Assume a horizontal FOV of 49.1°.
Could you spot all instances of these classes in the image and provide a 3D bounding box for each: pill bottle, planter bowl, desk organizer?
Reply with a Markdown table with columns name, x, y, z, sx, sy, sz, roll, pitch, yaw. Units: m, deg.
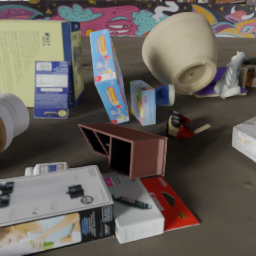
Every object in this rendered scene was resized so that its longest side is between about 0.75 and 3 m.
| name | x | y | z | sx | sy | sz | roll | pitch | yaw |
| --- | --- | --- | --- | --- | --- | --- | --- | --- | --- |
| pill bottle | -3.388 | 0.067 | 6.116 | 1.405 | 1.405 | 2.457 | 8 | 24 | 19 |
| pill bottle | -1.563 | 0.905 | 5.451 | 0.778 | 0.432 | 0.432 | -4 | 22 | -10 |
| planter bowl | 2.006 | -2.337 | 9.784 | 2.641 | 2.641 | 1.778 | -7 | 57 | -16 |
| desk organizer | -0.228 | 0.387 | 5.734 | 0.794 | 0.740 | 2.062 | -2 | 10 | -37 |

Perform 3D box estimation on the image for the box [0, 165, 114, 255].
| name | x | y | z | sx | sy | sz | roll | pitch | yaw |
| --- | --- | --- | --- | --- | --- | --- | --- | --- | --- |
| box | -1.362 | 1.260 | 4.310 | 2.078 | 0.625 | 1.212 | -7 | 23 | -18 |

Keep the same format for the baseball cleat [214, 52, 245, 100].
| name | x | y | z | sx | sy | sz | roll | pitch | yaw |
| --- | --- | --- | --- | --- | --- | --- | --- | --- | --- |
| baseball cleat | 3.940 | -1.851 | 10.360 | 0.648 | 1.858 | 0.989 | -21 | 61 | -30 |

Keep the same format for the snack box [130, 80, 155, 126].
| name | x | y | z | sx | sy | sz | roll | pitch | yaw |
| --- | --- | --- | --- | --- | --- | --- | --- | --- | --- |
| snack box | 0.443 | -0.815 | 8.773 | 0.447 | 1.113 | 1.320 | -8 | 22 | -11 |

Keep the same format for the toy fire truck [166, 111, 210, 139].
| name | x | y | z | sx | sy | sz | roll | pitch | yaw |
| --- | --- | --- | --- | --- | --- | --- | --- | --- | --- |
| toy fire truck | 1.634 | -0.048 | 7.725 | 1.019 | 0.656 | 0.897 | 19 | 27 | -1 |

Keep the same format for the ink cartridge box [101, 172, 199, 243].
| name | x | y | z | sx | sy | sz | roll | pitch | yaw |
| --- | --- | --- | --- | --- | --- | --- | --- | --- | --- |
| ink cartridge box | 0.284 | 1.206 | 4.853 | 1.334 | 0.335 | 1.537 | -8 | 23 | -16 |

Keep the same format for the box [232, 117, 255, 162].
| name | x | y | z | sx | sy | sz | roll | pitch | yaw |
| --- | --- | --- | --- | --- | --- | --- | --- | --- | --- |
| box | 3.702 | 0.391 | 5.757 | 1.884 | 0.575 | 2.379 | -20 | 34 | -17 |

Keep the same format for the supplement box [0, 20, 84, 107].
| name | x | y | z | sx | sy | sz | roll | pitch | yaw |
| --- | --- | --- | --- | --- | --- | --- | --- | --- | --- |
| supplement box | -3.268 | -2.401 | 10.287 | 2.907 | 2.910 | 1.954 | 0 | 22 | 0 |

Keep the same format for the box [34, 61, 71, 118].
| name | x | y | z | sx | sy | sz | roll | pitch | yaw |
| --- | --- | --- | --- | --- | --- | --- | --- | --- | --- |
| box | -2.482 | -1.233 | 9.153 | 1.129 | 1.864 | 0.302 | 1 | -4 | 0 |

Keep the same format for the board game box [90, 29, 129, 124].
| name | x | y | z | sx | sy | sz | roll | pitch | yaw |
| --- | --- | --- | --- | --- | --- | --- | --- | --- | --- |
| board game box | -0.507 | -1.415 | 7.993 | 0.540 | 1.891 | 1.931 | -12 | 58 | 4 |

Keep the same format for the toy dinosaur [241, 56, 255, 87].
| name | x | y | z | sx | sy | sz | roll | pitch | yaw |
| --- | --- | --- | --- | --- | --- | --- | --- | --- | --- |
| toy dinosaur | 5.367 | -2.590 | 13.298 | 1.671 | 1.258 | 2.462 | -28 | 54 | -21 |

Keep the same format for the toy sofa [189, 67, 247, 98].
| name | x | y | z | sx | sy | sz | roll | pitch | yaw |
| --- | --- | --- | --- | --- | --- | --- | --- | --- | --- |
| toy sofa | 3.702 | -1.979 | 11.698 | 2.551 | 1.057 | 1.245 | -5 | 22 | -13 |

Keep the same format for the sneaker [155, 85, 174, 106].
| name | x | y | z | sx | sy | sz | roll | pitch | yaw |
| --- | --- | --- | --- | --- | --- | --- | --- | --- | --- |
| sneaker | 0.942 | -1.085 | 9.578 | 1.006 | 0.694 | 1.808 | 0 | 2 | -5 |
